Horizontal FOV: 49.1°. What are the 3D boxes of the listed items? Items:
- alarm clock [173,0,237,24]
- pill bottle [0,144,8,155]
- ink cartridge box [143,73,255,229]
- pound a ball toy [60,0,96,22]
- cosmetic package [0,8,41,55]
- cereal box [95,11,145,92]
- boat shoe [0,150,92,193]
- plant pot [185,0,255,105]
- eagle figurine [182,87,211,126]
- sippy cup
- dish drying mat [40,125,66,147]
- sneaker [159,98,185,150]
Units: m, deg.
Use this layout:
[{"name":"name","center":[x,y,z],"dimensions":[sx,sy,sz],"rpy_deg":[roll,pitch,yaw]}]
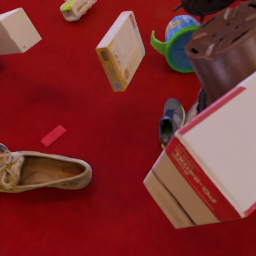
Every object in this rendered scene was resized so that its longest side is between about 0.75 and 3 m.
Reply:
[{"name":"alarm clock","center":[2.579,-4.281,8.031],"dimensions":[2.016,2.989,0.995],"rpy_deg":[-11,75,-13]},{"name":"pill bottle","center":[-3.826,0.889,7.854],"dimensions":[0.486,0.486,0.916],"rpy_deg":[16,58,10]},{"name":"ink cartridge box","center":[1.542,0.468,4.604],"dimensions":[2.121,2.920,1.217],"rpy_deg":[-35,76,-17]},{"name":"pound a ball toy","center":[-2.135,-5.237,11.926],"dimensions":[1.156,0.753,1.773],"rpy_deg":[9,53,37]},{"name":"cosmetic package","center":[-3.518,-2.771,8.234],"dimensions":[1.866,1.004,0.791],"rpy_deg":[12,51,43]},{"name":"cereal box","center":[-0.124,-1.966,7.148],"dimensions":[0.352,1.282,1.781],"rpy_deg":[1,46,27]},{"name":"boat shoe","center":[-2.457,1.068,7.258],"dimensions":[2.995,0.939,1.098],"rpy_deg":[-1,70,-6]},{"name":"plant pot","center":[2.370,-1.190,5.712],"dimensions":[2.151,2.129,2.151],"rpy_deg":[-31,31,21]},{"name":"eagle figurine","center":[2.511,-0.706,8.011],"dimensions":[2.328,1.767,1.757],"rpy_deg":[-18,25,-11]},{"name":"sippy cup","center":[2.041,-3.113,9.941],"dimensions":[2.218,1.742,1.625],"rpy_deg":[29,36,-31]},{"name":"dish drying mat","center":[-2.272,0.246,8.535],"dimensions":[0.305,0.072,0.795],"rpy_deg":[36,62,21]},{"name":"sneaker","center":[1.274,-0.202,8.316],"dimensions":[0.687,0.753,1.859],"rpy_deg":[-8,53,22]}]
